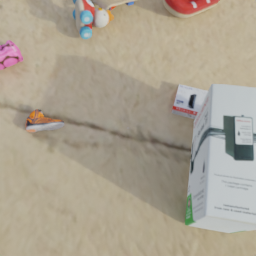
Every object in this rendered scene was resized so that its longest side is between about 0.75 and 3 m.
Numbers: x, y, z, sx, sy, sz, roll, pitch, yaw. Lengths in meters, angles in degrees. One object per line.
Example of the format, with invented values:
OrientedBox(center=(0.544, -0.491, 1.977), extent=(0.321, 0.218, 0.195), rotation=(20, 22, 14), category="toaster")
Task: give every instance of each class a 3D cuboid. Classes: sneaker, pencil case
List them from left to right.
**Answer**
OrientedBox(center=(-4.027, -1.939, 8.159), extent=(1.785, 0.836, 0.810), rotation=(-28, 90, -10), category="pencil case")
OrientedBox(center=(-2.296, -0.247, 7.686), extent=(1.050, 0.407, 0.588), rotation=(-6, 69, -3), category="sneaker")

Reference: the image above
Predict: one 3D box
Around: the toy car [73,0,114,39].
OrientedBox(center=(-1.031, -3.548, 8.802), extent=(1.207, 1.068, 1.113), rotation=(-12, 60, -18), category="toy car")

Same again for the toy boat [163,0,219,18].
OrientedBox(center=(2.073, -4.456, 8.981), extent=(1.933, 1.263, 1.261), rotation=(-27, 70, -11), category="toy boat")

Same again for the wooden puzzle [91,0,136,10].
OrientedBox(center=(-0.446, -4.351, 9.228), extent=(1.605, 0.371, 1.486), rotation=(-30, 56, -22), category="wooden puzzle")

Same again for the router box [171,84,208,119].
OrientedBox(center=(1.804, -0.719, 7.973), extent=(0.968, 0.236, 0.869), rotation=(15, 68, 6), category="router box")

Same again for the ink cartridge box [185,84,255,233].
OrientedBox(center=(2.147, 0.748, 6.354), extent=(1.195, 2.108, 2.876), rotation=(9, 66, 5), category="ink cartridge box")
